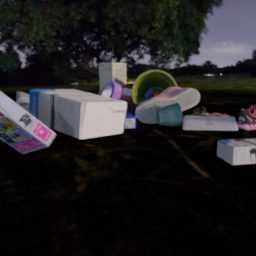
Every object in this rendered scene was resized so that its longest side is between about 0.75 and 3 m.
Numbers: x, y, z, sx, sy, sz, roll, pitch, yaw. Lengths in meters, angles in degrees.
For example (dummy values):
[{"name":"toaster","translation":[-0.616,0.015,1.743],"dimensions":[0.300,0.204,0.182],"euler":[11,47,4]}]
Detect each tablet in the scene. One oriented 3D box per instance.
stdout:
[{"name":"tablet","translation":[3.172,-0.196,10.969],"dimensions":[2.001,0.137,1.302],"euler":[0,24,14]}]

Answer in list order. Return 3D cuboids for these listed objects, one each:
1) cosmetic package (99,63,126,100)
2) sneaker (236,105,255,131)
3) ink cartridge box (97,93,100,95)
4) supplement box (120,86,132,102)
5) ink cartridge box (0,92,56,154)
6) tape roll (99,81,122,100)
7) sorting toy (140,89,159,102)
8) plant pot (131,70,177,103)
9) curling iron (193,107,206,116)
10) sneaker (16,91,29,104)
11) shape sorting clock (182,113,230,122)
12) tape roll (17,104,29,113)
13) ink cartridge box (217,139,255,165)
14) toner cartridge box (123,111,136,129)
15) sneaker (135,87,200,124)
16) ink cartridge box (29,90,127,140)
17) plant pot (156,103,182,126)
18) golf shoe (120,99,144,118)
[{"name":"cosmetic package","translation":[-0.868,-2.316,16.120],"dimensions":[0.987,2.777,1.461],"euler":[6,10,32]},{"name":"sneaker","translation":[5.053,-0.427,10.986],"dimensions":[1.952,0.931,0.771],"euler":[-4,9,-30]},{"name":"ink cartridge box","translation":[-1.220,-1.687,17.656],"dimensions":[1.371,0.991,0.996],"euler":[-1,10,-3]},{"name":"supplement box","translation":[-0.118,-1.561,15.458],"dimensions":[0.632,1.475,0.814],"euler":[6,9,-8]},{"name":"ink cartridge box","translation":[-2.961,-0.262,6.429],"dimensions":[1.376,2.306,0.484],"euler":[-16,39,43]},{"name":"tape roll","translation":[-0.914,-1.613,14.001],"dimensions":[0.460,1.401,1.401],"euler":[21,-2,-32]},{"name":"sorting toy","translation":[1.355,-1.387,15.579],"dimensions":[0.894,1.309,2.179],"euler":[-43,2,-2]},{"name":"plant pot","translation":[1.540,-1.815,15.770],"dimensions":[2.422,2.422,2.300],"euler":[1,-1,8]},{"name":"curling iron","translation":[3.172,-0.730,12.641],"dimensions":[0.560,0.289,2.258],"euler":[-17,1,18]},{"name":"sneaker","translation":[-4.259,-1.188,13.347],"dimensions":[0.866,0.951,2.318],"euler":[-34,-29,21]},{"name":"shape sorting clock","translation":[3.413,-0.420,12.303],"dimensions":[2.158,0.423,2.158],"euler":[0,10,0]},{"name":"tape roll","translation":[-4.179,-0.470,11.218],"dimensions":[1.324,0.909,1.324],"euler":[0,11,0]},{"name":"ink cartridge box","translation":[2.831,0.564,6.804],"dimensions":[1.070,0.451,0.774],"euler":[-2,10,-10]},{"name":"toner cartridge box","translation":[-0.345,-0.367,11.859],"dimensions":[1.022,0.465,2.153],"euler":[1,10,-8]},{"name":"sneaker","translation":[1.602,-1.065,12.662],"dimensions":[2.952,1.111,1.543],"euler":[-20,17,-9]},{"name":"ink cartridge box","translation":[-1.819,-0.589,9.951],"dimensions":[2.895,1.220,2.113],"euler":[18,16,38]},{"name":"plant pot","translation":[1.646,-0.491,11.458],"dimensions":[0.897,0.955,0.955],"euler":[-8,11,-5]},{"name":"golf shoe","translation":[0.123,-0.829,13.744],"dimensions":[2.539,0.922,1.169],"euler":[-1,-12,-24]}]
